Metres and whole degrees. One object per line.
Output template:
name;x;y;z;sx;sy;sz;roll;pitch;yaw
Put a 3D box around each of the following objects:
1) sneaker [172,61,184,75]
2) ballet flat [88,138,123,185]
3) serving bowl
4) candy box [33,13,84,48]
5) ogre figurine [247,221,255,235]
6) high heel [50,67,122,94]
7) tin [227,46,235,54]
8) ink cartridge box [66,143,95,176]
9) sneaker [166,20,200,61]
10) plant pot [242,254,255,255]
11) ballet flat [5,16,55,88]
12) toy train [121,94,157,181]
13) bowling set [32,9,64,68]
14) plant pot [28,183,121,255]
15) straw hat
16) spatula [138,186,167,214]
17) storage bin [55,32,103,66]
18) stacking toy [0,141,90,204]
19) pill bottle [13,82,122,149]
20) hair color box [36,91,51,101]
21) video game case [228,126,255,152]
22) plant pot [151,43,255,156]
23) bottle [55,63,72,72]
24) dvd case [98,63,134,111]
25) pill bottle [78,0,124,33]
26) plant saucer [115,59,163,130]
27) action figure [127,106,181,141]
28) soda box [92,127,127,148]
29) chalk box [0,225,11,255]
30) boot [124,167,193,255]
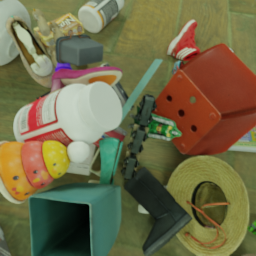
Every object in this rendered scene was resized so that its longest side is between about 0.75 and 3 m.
sneaker;1.728;-1.921;9.899;0.339;0.855;0.409;8;6;-37
ballet flat;-0.768;1.482;8.442;0.872;0.834;2.476;10;95;4
serving bowl;-4.982;-3.746;11.659;0.981;2.983;2.983;33;58;-4
candy box;-3.345;-4.712;13.592;2.060;0.570;1.189;-32;61;-21
ogre figurine;4.043;2.986;8.204;0.953;0.467;0.571;20;74;31
high heel;-1.307;-1.672;8.689;2.524;0.850;1.211;-16;52;26
tin;4.125;-3.265;12.744;1.579;0.330;0.884;-25;54;-17
ink cartridge box;-1.881;0.432;9.620;1.563;0.882;2.129;10;55;-4
sneaker;2.893;-3.927;12.995;1.341;0.910;2.322;34;73;12
plant pot;3.116;4.160;6.598;2.140;2.140;1.867;-12;37;-8
ballet flat;-3.600;-2.780;10.587;1.014;2.979;1.002;-39;25;-16
toy train;0.253;0.331;7.854;0.482;2.825;0.647;12;31;-4
bowling set;-3.472;-3.474;11.932;2.080;2.988;1.604;-33;62;13
plant pot;-1.041;2.178;6.970;1.577;2.232;1.576;1;96;22
straw hat;2.462;2.238;8.180;1.169;2.762;2.762;13;42;-43
spatula;1.072;2.240;8.920;1.482;0.119;1.031;1;49;3
storage bin;-1.476;-2.496;8.960;0.925;1.003;1.378;27;34;32
stacking toy;-1.941;0.770;6.665;2.103;1.537;1.537;-19;56;1
pill bottle;-1.633;-0.226;7.542;2.849;1.599;1.599;-16;46;35
hair color box;-2.672;-1.170;11.092;1.661;0.509;0.843;-34;64;-23
video game case;4.515;0.084;10.391;2.011;0.222;1.830;5;54;2
plant pot;2.248;-0.645;8.400;2.317;2.630;2.627;-18;63;-40
bottle;-2.396;-1.705;10.466;0.640;0.819;1.962;-7;74;11
dvd case;-0.971;-1.165;9.569;2.261;1.681;0.181;-9;30;49
pill bottle;-1.280;-5.889;13.958;1.365;1.365;2.346;27;58;18
plant saucer;0.219;-1.006;8.431;0.232;0.854;2.442;33;89;-4
action figure;0.771;-0.020;8.086;1.693;1.000;0.463;15;11;34
soda box;-1.115;-0.028;8.989;2.073;0.726;0.657;33;40;-3
chalk box;-3.892;3.576;7.109;1.496;1.504;2.417;-26;57;-18
boot;0.562;2.425;8.379;1.748;0.696;2.121;-35;60;-16
